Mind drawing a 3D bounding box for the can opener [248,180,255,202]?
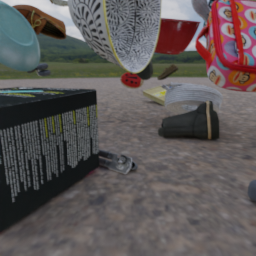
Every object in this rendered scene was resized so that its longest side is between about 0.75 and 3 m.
[{"bbox_3d":[2.534,0.914,3.473,0.547,0.686,2.052,-8,15,-33],"label":"can opener"}]

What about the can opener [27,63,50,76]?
[{"bbox_3d":[-3.289,-2.056,10.131,0.593,0.473,1.774,-23,20,-21],"label":"can opener"}]

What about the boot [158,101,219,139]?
[{"bbox_3d":[1.769,-0.284,8.513,1.627,0.911,2.353,-3,11,10],"label":"boot"}]

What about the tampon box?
[{"bbox_3d":[-1.890,0.215,4.526,1.864,1.570,2.487,6,14,25],"label":"tampon box"}]

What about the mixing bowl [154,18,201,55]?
[{"bbox_3d":[1.496,-3.491,10.622,2.284,1.237,2.284,5,23,-2],"label":"mixing bowl"}]

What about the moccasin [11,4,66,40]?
[{"bbox_3d":[-3.399,-3.915,10.612,0.854,0.902,2.335,-36,-29,29],"label":"moccasin"}]

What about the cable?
[{"bbox_3d":[2.362,-0.973,10.237,2.064,0.714,2.064,4,-13,24],"label":"cable"}]

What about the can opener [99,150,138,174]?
[{"bbox_3d":[-0.364,0.669,5.658,1.235,0.330,0.413,10,-16,40],"label":"can opener"}]

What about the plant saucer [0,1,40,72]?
[{"bbox_3d":[-3.238,-2.691,7.681,0.458,2.380,2.380,-27,1,25],"label":"plant saucer"}]

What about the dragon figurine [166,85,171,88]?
[{"bbox_3d":[2.572,-2.083,15.900,2.368,0.697,1.177,2,32,43],"label":"dragon figurine"}]

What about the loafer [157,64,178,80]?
[{"bbox_3d":[1.668,-2.397,12.030,1.006,0.339,0.383,-30,-13,19],"label":"loafer"}]

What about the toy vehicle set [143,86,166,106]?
[{"bbox_3d":[1.821,-1.724,14.703,1.250,0.267,2.011,-19,30,-24],"label":"toy vehicle set"}]

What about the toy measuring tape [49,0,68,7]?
[{"bbox_3d":[-1.392,-3.865,8.251,2.207,0.812,0.812,22,22,28],"label":"toy measuring tape"}]

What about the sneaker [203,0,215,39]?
[{"bbox_3d":[2.827,-3.663,8.872,0.881,2.469,0.987,39,64,15],"label":"sneaker"}]

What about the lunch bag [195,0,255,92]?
[{"bbox_3d":[2.782,-2.075,6.913,2.245,2.549,1.044,6,-32,-1],"label":"lunch bag"}]

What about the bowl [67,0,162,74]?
[{"bbox_3d":[-0.256,-1.819,4.068,0.934,1.991,1.991,8,15,23],"label":"bowl"}]

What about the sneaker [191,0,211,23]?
[{"bbox_3d":[1.980,-3.284,7.675,1.147,0.419,0.406,30,18,-48],"label":"sneaker"}]

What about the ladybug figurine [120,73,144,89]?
[{"bbox_3d":[0.171,-1.893,10.994,1.005,0.682,0.361,-1,-12,-19],"label":"ladybug figurine"}]

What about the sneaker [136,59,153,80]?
[{"bbox_3d":[0.413,-2.309,8.369,0.710,1.857,1.064,-34,-12,38],"label":"sneaker"}]
